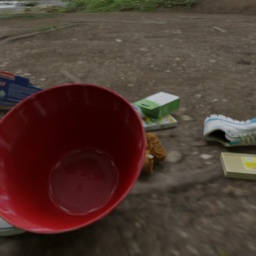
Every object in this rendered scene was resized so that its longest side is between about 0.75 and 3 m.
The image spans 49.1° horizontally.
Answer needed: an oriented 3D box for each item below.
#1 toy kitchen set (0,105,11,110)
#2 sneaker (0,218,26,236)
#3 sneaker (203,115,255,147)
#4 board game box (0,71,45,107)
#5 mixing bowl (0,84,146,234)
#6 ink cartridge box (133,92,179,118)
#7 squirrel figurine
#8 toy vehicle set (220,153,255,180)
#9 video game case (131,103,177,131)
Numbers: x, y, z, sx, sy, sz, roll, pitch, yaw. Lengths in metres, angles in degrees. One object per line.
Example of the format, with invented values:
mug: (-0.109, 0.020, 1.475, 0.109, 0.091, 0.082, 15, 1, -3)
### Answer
toy kitchen set: (-4.560, -1.182, 10.260, 0.810, 0.661, 0.730, -16, 69, -11)
sneaker: (-2.664, 1.558, 5.382, 1.870, 0.662, 0.683, 6, 28, 4)
sneaker: (3.227, 0.246, 7.950, 2.257, 0.846, 0.978, 4, 33, 26)
board game box: (-3.876, -1.141, 8.926, 2.721, 0.840, 2.723, 7, -2, 44)
mixing bowl: (-1.035, 0.728, 5.453, 2.898, 1.569, 2.898, -4, 57, 6)
ink cartridge box: (0.967, -0.741, 9.574, 0.809, 0.462, 1.559, 23, 35, 39)
squirrel figurine: (0.434, 0.614, 7.077, 1.196, 0.846, 1.116, -11, 32, -20)
toy vehicle set: (3.095, 0.974, 7.057, 1.367, 0.181, 0.849, 4, 28, 8)
video game case: (0.468, -0.412, 9.696, 1.753, 0.221, 1.927, -8, 28, -16)
